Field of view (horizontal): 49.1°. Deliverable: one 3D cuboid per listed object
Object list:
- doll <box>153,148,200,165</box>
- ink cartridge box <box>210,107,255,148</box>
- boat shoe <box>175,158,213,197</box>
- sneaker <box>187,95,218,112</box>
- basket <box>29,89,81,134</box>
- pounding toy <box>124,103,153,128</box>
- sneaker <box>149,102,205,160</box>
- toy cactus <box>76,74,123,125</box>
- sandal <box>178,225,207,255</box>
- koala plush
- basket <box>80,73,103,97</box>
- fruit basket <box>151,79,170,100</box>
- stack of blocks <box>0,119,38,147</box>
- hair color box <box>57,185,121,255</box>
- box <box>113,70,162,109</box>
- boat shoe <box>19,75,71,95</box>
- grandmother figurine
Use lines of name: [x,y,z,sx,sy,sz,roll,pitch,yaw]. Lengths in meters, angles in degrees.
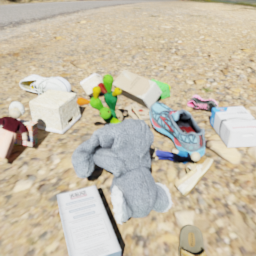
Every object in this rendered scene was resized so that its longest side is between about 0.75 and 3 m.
doll: [1.569,0.910,9.076,1.501,1.024,0.364,3,62,25]
ink cartridge box: [4.132,-0.066,10.777,1.322,0.770,1.829,-3,32,-5]
boat shoe: [1.986,1.345,8.418,0.548,0.584,1.584,38,54,20]
sneaker: [3.293,-1.004,12.567,0.727,0.602,1.524,-26,31,-30]
basket: [-2.976,-0.718,11.458,1.507,1.212,1.494,11,34,20]
pounding toy: [0.569,-0.613,11.417,1.032,1.036,1.805,-17,35,-19]
sneaker: [1.815,-0.274,10.099,1.147,1.382,2.893,-25,49,-22]
toy cactus: [-0.730,-0.315,10.006,1.493,2.920,2.409,-11,-3,9]
sandal: [1.489,2.860,6.251,0.739,0.497,1.839,2,31,4]
koala plush: [0.004,1.272,7.540,2.194,2.273,2.474,5,52,-39]
basket: [-1.654,-2.044,13.515,0.919,0.739,0.910,-29,-6,13]
fruit basket: [1.687,-1.998,14.005,1.210,0.873,1.210,-9,43,9]
stack of blocks: [-3.960,0.126,9.964,1.405,0.809,0.411,8,20,9]
hair color box: [-1.015,2.434,6.806,1.058,0.648,2.137,-11,34,-18]
box: [0.407,-1.869,13.292,2.202,0.856,1.046,30,79,41]
boat shoe: [-4.172,-1.970,13.527,2.880,1.064,1.228,17,31,26]
grandmother figurine: [-3.908,0.106,9.238,1.215,2.004,0.607,21,-7,-35]
